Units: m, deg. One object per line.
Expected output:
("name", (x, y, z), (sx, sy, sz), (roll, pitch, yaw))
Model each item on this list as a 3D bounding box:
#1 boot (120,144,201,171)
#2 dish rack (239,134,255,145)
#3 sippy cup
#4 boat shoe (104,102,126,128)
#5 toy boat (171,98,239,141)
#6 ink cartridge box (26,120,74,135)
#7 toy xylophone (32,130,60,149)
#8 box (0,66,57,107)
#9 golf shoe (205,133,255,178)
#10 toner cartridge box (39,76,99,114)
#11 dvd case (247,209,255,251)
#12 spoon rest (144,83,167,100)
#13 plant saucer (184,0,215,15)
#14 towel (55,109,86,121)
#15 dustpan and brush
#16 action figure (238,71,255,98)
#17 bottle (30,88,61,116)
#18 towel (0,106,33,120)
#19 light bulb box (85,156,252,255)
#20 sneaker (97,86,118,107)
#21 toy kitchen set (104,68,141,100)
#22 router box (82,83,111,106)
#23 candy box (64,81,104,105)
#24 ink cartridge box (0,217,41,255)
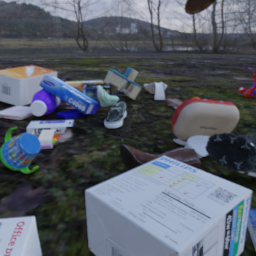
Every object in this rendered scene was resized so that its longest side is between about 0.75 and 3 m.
("boot", (0.827, 0.718, 7.192), (1.686, 0.542, 1.571), (-16, 38, -31))
("dish rack", (3.885, 0.449, 8.165), (1.304, 0.464, 1.700), (-3, 19, -11))
("sippy cup", (-2.563, 0.529, 6.814), (0.772, 1.053, 0.827), (-34, 30, 32))
("boat shoe", (-0.492, -0.541, 10.692), (0.672, 0.662, 1.865), (3, 22, 9))
("toy boat", (2.306, -0.432, 8.760), (2.145, 1.400, 1.402), (4, 40, -18))
("ink cartridge box", (-2.673, -0.019, 9.785), (1.542, 0.302, 0.767), (-3, 19, -4))
("toy xylophone", (-2.642, 0.316, 8.804), (0.836, 0.287, 1.141), (0, 19, 1))
("box", (-5.117, -2.186, 14.086), (1.716, 1.344, 2.758), (16, 23, 17))
("golf shoe", (2.845, 0.795, 6.464), (2.155, 0.838, 1.018), (23, -8, 33))
("toner cartridge box", (-2.405, -1.358, 11.577), (2.304, 0.497, 1.094), (31, 10, 9))
("dvd case", (2.695, 1.935, 4.220), (1.440, 0.177, 2.018), (4, 19, 9))
("spoon rest", (1.589, -2.207, 15.452), (1.322, 0.807, 2.661), (-1, 20, -2))
("plant saucer", (3.570, -6.385, 13.916), (1.775, 0.325, 1.775), (-19, -17, -6))
("towel", (-2.345, -0.581, 11.479), (0.786, 0.264, 1.064), (18, 26, 40))
("dustpan and brush", (1.926, 0.491, 8.239), (1.101, 0.451, 1.577), (-23, 35, -31))
("action figure", (7.046, -2.074, 14.262), (2.889, 1.430, 0.943), (15, 23, 43))
("bottle", (-3.479, -1.099, 11.750), (0.809, 1.035, 2.478), (-29, 18, 7))
("towel", (-4.551, -0.623, 11.676), (1.347, 0.227, 1.411), (5, 19, 18))
("light bulb box", (0.594, 1.415, 4.257), (1.794, 1.119, 1.778), (-16, 25, -40))
("sneaker", (-0.813, -1.319, 11.383), (0.793, 0.495, 1.345), (-5, -24, 5))
("toy kitchen set", (-0.356, -2.680, 14.671), (1.919, 1.411, 2.395), (27, 7, -25))
("router box", (-1.456, -1.544, 13.124), (1.372, 1.028, 0.426), (-3, 17, -7))
("candy box", (-2.091, -1.697, 13.512), (1.834, 1.059, 0.507), (-4, 18, -13))
("ink cartridge box", (-2.151, 1.854, 3.525), (1.817, 0.753, 1.334), (-3, 18, -7))
